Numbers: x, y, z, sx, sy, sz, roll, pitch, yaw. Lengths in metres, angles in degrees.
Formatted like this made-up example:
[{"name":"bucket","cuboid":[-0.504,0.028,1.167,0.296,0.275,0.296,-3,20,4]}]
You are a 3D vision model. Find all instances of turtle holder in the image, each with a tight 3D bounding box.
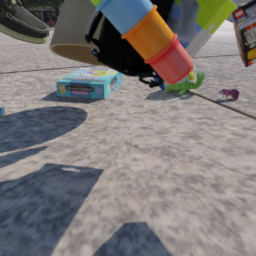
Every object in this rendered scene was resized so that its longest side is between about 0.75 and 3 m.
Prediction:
[{"name":"turtle holder","cuboid":[2.156,-1.979,11.153,1.151,1.075,1.514,-15,27,-33]}]

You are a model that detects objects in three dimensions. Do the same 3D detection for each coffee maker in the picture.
[{"name":"coffee maker","cuboid":[0.263,-2.124,5.477,1.917,1.995,1.344,30,31,24]}]

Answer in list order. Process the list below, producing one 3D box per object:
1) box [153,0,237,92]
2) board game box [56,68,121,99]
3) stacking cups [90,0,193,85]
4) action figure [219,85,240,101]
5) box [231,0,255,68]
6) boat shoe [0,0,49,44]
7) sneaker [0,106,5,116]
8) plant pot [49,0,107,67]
[{"name":"box","cuboid":[1.010,-2.098,6.126,0.548,2.299,1.402,4,45,-47]},{"name":"board game box","cuboid":[-1.508,-1.907,11.598,1.920,0.597,2.543,5,24,12]},{"name":"stacking cups","cuboid":[-0.056,-1.390,3.281,0.648,2.141,0.648,-35,23,17]},{"name":"action figure","cuboid":[3.714,-1.305,10.280,0.790,0.588,0.529,9,27,-15]},{"name":"box","cuboid":[2.404,-1.660,4.572,1.208,0.352,1.765,-25,-16,20]},{"name":"boat shoe","cuboid":[-2.323,-2.238,4.956,2.049,0.673,0.732,26,35,-18]},{"name":"sneaker","cuboid":[-4.266,-0.593,8.820,0.936,0.367,0.421,20,33,39]},{"name":"plant pot","cuboid":[-0.967,-3.667,8.929,2.679,2.861,2.679,7,1,0]}]
